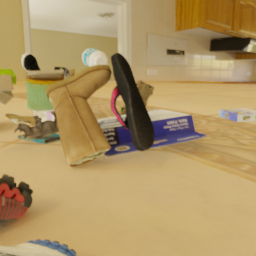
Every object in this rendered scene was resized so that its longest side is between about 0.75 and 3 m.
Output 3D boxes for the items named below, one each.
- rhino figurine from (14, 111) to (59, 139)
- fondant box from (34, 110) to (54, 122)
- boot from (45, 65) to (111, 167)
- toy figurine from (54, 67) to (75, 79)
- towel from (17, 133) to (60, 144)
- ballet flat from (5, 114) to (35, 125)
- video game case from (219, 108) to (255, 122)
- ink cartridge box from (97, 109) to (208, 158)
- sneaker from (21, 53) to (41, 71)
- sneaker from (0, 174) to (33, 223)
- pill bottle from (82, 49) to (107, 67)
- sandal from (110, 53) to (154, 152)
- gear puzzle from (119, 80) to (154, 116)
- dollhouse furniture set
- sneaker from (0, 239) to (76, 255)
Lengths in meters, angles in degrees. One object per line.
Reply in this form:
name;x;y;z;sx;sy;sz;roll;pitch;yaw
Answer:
rhino figurine;-2.552;-0.029;8.112;1.442;0.630;0.431;-14;26;-14
fondant box;-2.756;-0.535;11.359;1.212;0.489;1.680;8;15;33
boot;-0.848;-0.314;6.374;1.723;1.967;0.650;-25;-22;-2
toy figurine;-2.535;-1.688;10.855;0.871;1.251;1.232;6;-13;-29
towel;-2.605;0.258;8.496;1.240;0.135;0.909;8;14;33
ballet flat;-3.954;-0.295;10.287;1.079;0.340;0.370;7;-12;-24
video game case;4.783;-0.548;11.780;1.320;0.331;1.456;-2;12;-10
ink cartridge box;0.315;-0.001;7.783;2.721;0.553;2.726;-10;12;-17
sneaker;-3.499;-2.110;10.849;0.917;1.639;0.599;39;66;18
sneaker;-2.363;1.006;3.177;0.934;1.292;2.644;-6;-18;39
pill bottle;-1.163;-2.439;10.032;0.680;0.680;1.228;-6;23;-26
sandal;-0.035;-0.539;6.129;0.569;2.525;0.948;-28;-32;19
gear puzzle;0.135;-0.700;9.344;0.963;1.859;0.243;16;18;-48
dollhouse furniture set;-2.634;-0.659;6.798;2.519;1.259;0.973;-7;46;-24
sneaker;-1.323;1.315;2.325;1.783;0.687;0.759;0;16;3
